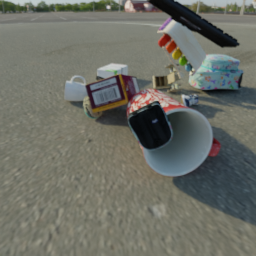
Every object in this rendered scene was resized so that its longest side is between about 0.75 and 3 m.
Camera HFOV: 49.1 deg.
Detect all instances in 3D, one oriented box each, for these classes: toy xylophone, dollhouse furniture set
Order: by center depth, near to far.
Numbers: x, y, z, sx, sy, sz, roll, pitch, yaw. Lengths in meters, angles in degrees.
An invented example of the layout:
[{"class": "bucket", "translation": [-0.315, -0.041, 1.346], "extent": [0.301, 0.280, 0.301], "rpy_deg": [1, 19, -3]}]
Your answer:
[{"class": "toy xylophone", "translation": [1.814, -2.687, 9.656], "extent": [1.578, 2.155, 0.541], "rpy_deg": [-43, 21, -21]}, {"class": "dollhouse furniture set", "translation": [1.866, -2.336, 13.548], "extent": [0.932, 1.230, 1.403], "rpy_deg": [-5, 0, -14]}]

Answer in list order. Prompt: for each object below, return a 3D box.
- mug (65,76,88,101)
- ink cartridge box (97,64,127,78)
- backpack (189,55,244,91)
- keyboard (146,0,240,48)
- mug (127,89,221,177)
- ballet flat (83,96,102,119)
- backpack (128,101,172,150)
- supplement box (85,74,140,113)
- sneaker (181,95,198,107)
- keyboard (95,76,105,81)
[{"class": "mug", "translation": [-2.228, -1.726, 12.332], "extent": [0.993, 1.132, 0.836], "rpy_deg": [6, 21, -7]}, {"class": "ink cartridge box", "translation": [-0.853, -3.078, 15.641], "extent": [1.104, 0.638, 1.518], "rpy_deg": [14, 29, 26]}, {"class": "backpack", "translation": [4.194, -2.652, 13.717], "extent": [2.320, 1.747, 2.060], "rpy_deg": [-9, 26, -7]}, {"class": "keyboard", "translation": [1.735, -2.985, 7.730], "extent": [2.648, 0.340, 1.590], "rpy_deg": [28, 13, -10]}, {"class": "mug", "translation": [1.153, 0.109, 8.411], "extent": [1.875, 2.494, 2.810], "rpy_deg": [-42, 25, 5]}, {"class": "ballet flat", "translation": [-1.309, -1.294, 11.534], "extent": [0.852, 0.946, 2.511], "rpy_deg": [22, 23, -10]}, {"class": "backpack", "translation": [0.502, -0.028, 6.124], "extent": [0.846, 0.953, 0.717], "rpy_deg": [-27, 9, 8]}, {"class": "supplement box", "translation": [-0.442, -1.299, 10.438], "extent": [1.320, 1.025, 2.393], "rpy_deg": [-14, 4, 17]}, {"class": "sneaker", "translation": [2.600, -1.079, 11.739], "extent": [0.737, 0.476, 1.359], "rpy_deg": [2, 23, 8]}, {"class": "keyboard", "translation": [-0.518, -1.910, 12.837], "extent": [2.027, 0.260, 1.217], "rpy_deg": [15, 20, -34]}]
